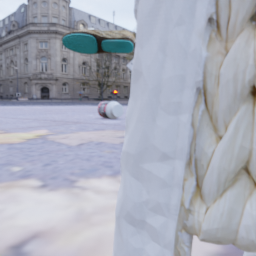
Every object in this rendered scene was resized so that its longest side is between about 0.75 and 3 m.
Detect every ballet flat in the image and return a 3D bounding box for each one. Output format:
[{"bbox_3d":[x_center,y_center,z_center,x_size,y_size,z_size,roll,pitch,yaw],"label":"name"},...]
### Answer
[{"bbox_3d":[-0.688,-2.132,6.827,1.797,0.634,0.587,7,48,1],"label":"ballet flat"}]

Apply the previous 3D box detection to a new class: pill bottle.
[{"bbox_3d":[-0.776,-0.798,12.622,0.783,0.783,1.414,-3,6,-30],"label":"pill bottle"}]

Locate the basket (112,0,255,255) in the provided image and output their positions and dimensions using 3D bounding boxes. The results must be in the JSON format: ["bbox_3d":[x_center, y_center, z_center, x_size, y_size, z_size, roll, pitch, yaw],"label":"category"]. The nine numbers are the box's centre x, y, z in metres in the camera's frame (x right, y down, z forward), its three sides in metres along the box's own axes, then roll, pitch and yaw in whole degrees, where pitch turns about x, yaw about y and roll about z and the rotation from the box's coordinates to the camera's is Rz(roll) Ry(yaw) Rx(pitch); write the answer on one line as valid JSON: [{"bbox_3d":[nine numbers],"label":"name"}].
[{"bbox_3d":[0.551,0.273,0.582,0.785,0.968,0.976,9,9,34],"label":"basket"}]

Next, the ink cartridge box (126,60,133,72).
[{"bbox_3d":[1.645,-1.686,6.936,1.945,2.686,1.128,42,8,-31],"label":"ink cartridge box"}]
